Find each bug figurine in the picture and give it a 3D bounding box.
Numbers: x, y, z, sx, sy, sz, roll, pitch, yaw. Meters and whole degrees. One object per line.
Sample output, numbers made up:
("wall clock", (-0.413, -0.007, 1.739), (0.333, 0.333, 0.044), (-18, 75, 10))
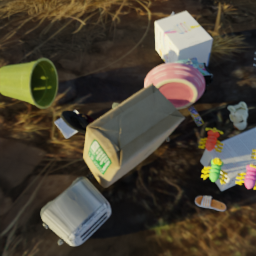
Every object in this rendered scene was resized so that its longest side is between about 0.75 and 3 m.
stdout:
("bug figurine", (3.242, 0.897, 8.412), (2.332, 0.600, 1.809), (11, 67, 19))

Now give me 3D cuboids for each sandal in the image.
("sandal", (-1.393, -0.113, 10.017), (2.124, 0.508, 0.799), (30, 32, -23))
("sandal", (2.648, 2.367, 8.935), (0.978, 0.280, 0.375), (12, 53, 9))

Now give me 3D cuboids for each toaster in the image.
("toaster", (-1.430, 2.457, 8.330), (1.329, 1.169, 2.057), (39, 62, 22))

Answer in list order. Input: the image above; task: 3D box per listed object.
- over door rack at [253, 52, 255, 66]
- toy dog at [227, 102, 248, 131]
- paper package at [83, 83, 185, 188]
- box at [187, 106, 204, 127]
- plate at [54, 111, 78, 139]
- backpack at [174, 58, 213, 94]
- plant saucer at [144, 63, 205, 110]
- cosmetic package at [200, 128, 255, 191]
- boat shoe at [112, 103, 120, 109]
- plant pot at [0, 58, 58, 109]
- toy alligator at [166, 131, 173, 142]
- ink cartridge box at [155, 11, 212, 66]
("over door rack", (5.745, -3.161, 12.361), (0.365, 1.095, 0.809), (2, 59, 29))
("toy dog", (4.007, -0.333, 9.975), (0.628, 0.900, 0.872), (-24, 40, -6))
("paper package", (0.016, 0.362, 8.756), (2.673, 2.804, 1.451), (-36, 79, -23))
("box", (2.649, -0.459, 10.997), (0.274, 0.299, 0.852), (-32, 45, 13))
("plate", (-2.205, -0.122, 10.907), (0.990, 0.160, 0.988), (-33, 59, -18))
("backpack", (2.233, -1.900, 11.302), (1.833, 1.628, 1.380), (-20, 66, -17))
("plant saucer", (1.729, -1.422, 10.531), (2.262, 2.262, 0.573), (4, 55, 3))
("cosmetic package", (3.969, 0.970, 9.591), (2.574, 0.917, 1.306), (-20, 57, -14))
("boat shoe", (-0.218, -0.726, 11.342), (0.940, 0.301, 0.346), (24, 95, 21))
("plant pot", (-4.162, -1.834, 11.271), (1.873, 1.972, 1.972), (7, 52, 15))
("toy alligator", (1.626, 0.012, 10.757), (0.316, 0.345, 1.165), (18, 66, -32))
("ink cartridge box", (2.362, -3.892, 12.814), (1.630, 1.673, 2.603), (-21, 55, -8))
